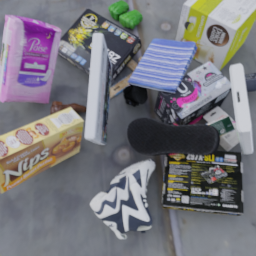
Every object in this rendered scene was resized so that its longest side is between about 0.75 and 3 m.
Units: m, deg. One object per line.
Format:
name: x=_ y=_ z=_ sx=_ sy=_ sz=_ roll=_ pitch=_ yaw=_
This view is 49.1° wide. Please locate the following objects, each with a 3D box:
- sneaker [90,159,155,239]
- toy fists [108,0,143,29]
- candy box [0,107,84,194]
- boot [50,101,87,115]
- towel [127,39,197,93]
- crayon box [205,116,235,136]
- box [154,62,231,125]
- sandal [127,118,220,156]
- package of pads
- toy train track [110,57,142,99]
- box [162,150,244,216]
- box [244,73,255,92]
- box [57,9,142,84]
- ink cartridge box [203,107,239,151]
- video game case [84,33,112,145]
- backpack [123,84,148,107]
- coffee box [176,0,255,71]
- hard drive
sneaker: x=0.232 y=2.059 z=7.890 sx=2.468 sy=0.985 sz=1.606 roll=-37 pitch=99 yaw=-50
toy fists: x=-0.177 y=-4.635 z=11.541 sx=0.806 sy=0.543 sz=1.580 roll=-35 pitch=66 yaw=-24
candy box: x=-2.506 y=0.570 z=7.733 sx=2.568 sy=1.482 sz=0.710 roll=-28 pitch=60 yaw=-35
boot: x=-2.043 y=-0.151 z=9.263 sx=1.288 sy=0.444 sz=1.382 roll=5 pitch=66 yaw=0
towel: x=1.133 y=-2.088 z=8.973 sx=1.611 sy=0.265 sz=2.225 roll=15 pitch=58 yaw=22
crayon box: x=2.231 y=0.191 z=8.478 sx=1.111 sy=1.767 sz=0.456 roll=-22 pitch=87 yaw=-13
box: x=2.060 y=-0.951 z=9.128 sx=2.127 sy=1.405 sz=1.220 roll=-32 pitch=69 yaw=-15
sandal: x=1.207 y=0.323 z=7.996 sx=2.937 sy=0.662 sz=1.103 roll=5 pitch=86 yaw=37
package of pads: x=-3.143 y=-2.055 z=8.883 sx=1.575 sy=2.614 sz=0.989 roll=-4 pitch=30 yaw=-44
toy train track: x=0.023 y=-1.806 z=10.132 sx=2.703 sy=0.440 sz=1.550 roll=-38 pitch=69 yaw=-17
box: x=2.138 y=1.523 z=8.140 sx=2.223 sy=0.549 sz=1.775 roll=3 pitch=67 yaw=8
box: x=4.229 y=-1.556 z=9.581 sx=0.767 sy=0.458 sz=0.780 roll=-3 pitch=22 yaw=36
box: x=-1.140 y=-3.013 z=10.440 sx=2.614 sy=0.642 sz=2.107 roll=36 pitch=83 yaw=17
ink cartridge box: x=3.094 y=0.017 z=9.178 sx=0.769 sy=0.442 sz=1.313 roll=-33 pitch=69 yaw=-16
video game case: x=-0.807 y=-0.913 z=8.076 sx=0.316 sy=2.460 sz=2.706 roll=3 pitch=83 yaw=3
backpack: x=0.242 y=-1.142 z=9.478 sx=0.649 sy=1.025 sz=0.855 roll=-12 pitch=95 yaw=-22
coffee box: x=3.232 y=-3.749 z=10.188 sx=2.047 sy=2.067 sz=2.070 roll=36 pitch=67 yaw=18
hard drive: x=3.127 y=-0.370 z=7.676 sx=0.349 sy=2.612 sz=1.723 roll=-8 pitch=71 yaw=23
